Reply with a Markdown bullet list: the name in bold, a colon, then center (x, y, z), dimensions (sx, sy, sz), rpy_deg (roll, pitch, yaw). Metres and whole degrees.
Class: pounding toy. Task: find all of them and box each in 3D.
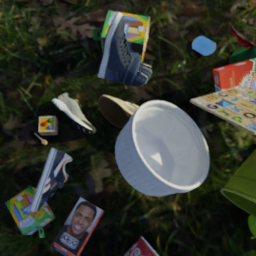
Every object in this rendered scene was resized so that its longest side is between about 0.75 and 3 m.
- **pounding toy**: center (-3.448, 0.114, 11.529), dimensions (0.969, 0.505, 1.103), rpy_deg (-3, 69, -1)

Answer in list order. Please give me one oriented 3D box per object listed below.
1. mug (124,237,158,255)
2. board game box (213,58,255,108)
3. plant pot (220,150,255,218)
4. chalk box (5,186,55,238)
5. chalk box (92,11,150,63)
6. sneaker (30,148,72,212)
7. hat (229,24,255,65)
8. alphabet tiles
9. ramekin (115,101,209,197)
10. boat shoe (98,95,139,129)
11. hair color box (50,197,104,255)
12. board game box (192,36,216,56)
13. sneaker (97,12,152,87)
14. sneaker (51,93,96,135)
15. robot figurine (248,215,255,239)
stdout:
- **mug**: center (0.287, 5.028, 9.272), dimensions (2.053, 1.369, 1.822), rpy_deg (-40, 73, -10)
- **board game box**: center (4.975, -1.714, 11.568), dimensions (2.713, 0.547, 2.076), rpy_deg (-17, 110, -6)
- **plant pot**: center (4.572, 1.452, 8.168), dimensions (2.688, 2.688, 2.588), rpy_deg (32, 81, 11)
- **chalk box**: center (-3.411, 3.147, 10.111), dimensions (1.050, 1.057, 1.694), rpy_deg (-35, 74, -11)
- **chalk box**: center (-0.375, -4.101, 12.573), dimensions (2.413, 1.506, 1.496), rpy_deg (12, 70, 3)
- **sneaker**: center (-2.494, 1.801, 9.190), dimensions (0.847, 0.837, 2.134), rpy_deg (21, 87, -18)
- **hat**: center (5.631, -3.174, 11.754), dimensions (2.695, 2.372, 2.232), rpy_deg (-23, 70, -8)
- **alphabet tiles**: center (3.688, -0.705, 8.403), dimensions (2.796, 0.106, 2.337), rpy_deg (-18, 34, -27)
- **ramekin**: center (0.969, 0.767, 8.873), dimensions (2.922, 1.534, 2.922), rpy_deg (18, 53, -25)
- **boat shoe**: center (0.062, -0.516, 11.607), dimensions (2.887, 1.042, 0.938), rpy_deg (30, 36, 16)
- **hair color box**: center (-1.812, 3.650, 10.154), dimensions (0.997, 0.601, 1.964), rpy_deg (27, 71, 11)
- **board game box**: center (3.540, -3.791, 13.162), dimensions (1.096, 0.213, 0.866), rpy_deg (37, 78, 18)
- **sneaker**: center (0.064, -2.404, 9.181), dimensions (1.780, 2.463, 0.936), rpy_deg (20, 50, 1)
- **sneaker**: center (-2.163, -0.627, 11.646), dimensions (2.313, 0.855, 0.917), rpy_deg (41, 70, 14)
- **robot figurine**: center (5.331, 2.910, 9.869), dimensions (2.495, 1.645, 2.843), rpy_deg (32, 72, 5)
